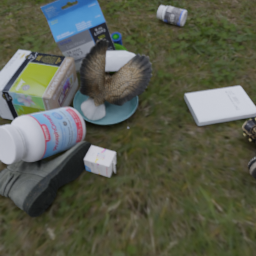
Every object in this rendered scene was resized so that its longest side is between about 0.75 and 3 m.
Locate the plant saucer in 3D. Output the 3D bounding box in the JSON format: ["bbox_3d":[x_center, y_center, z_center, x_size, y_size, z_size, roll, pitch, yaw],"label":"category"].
[{"bbox_3d":[-0.835,-0.911,10.658,2.428,0.436,2.428,0,49,-1],"label":"plant saucer"}]

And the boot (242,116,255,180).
[{"bbox_3d":[4.282,0.578,8.733,2.670,0.977,2.010,-3,45,-27],"label":"boot"}]

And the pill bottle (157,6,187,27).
[{"bbox_3d":[2.297,-5.920,14.743,1.432,0.815,0.815,22,53,17],"label":"pill bottle"}]

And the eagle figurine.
[{"bbox_3d":[-0.731,-1.611,9.483,2.033,2.679,2.022,-33,95,-27],"label":"eagle figurine"}]

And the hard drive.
[{"bbox_3d":[3.507,-0.869,10.701,2.335,0.312,1.540,-9,50,-8],"label":"hard drive"}]

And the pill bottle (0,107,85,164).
[{"bbox_3d":[-2.597,0.215,8.429,1.372,1.372,2.523,32,29,24],"label":"pill bottle"}]

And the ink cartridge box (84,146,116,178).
[{"bbox_3d":[-0.810,1.073,8.819,0.959,0.617,0.601,15,50,11],"label":"ink cartridge box"}]

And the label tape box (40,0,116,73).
[{"bbox_3d":[-1.734,-3.517,10.538,1.970,2.732,0.865,-22,60,2],"label":"label tape box"}]

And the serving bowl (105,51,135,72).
[{"bbox_3d":[-0.525,-2.481,10.362,2.101,0.691,2.101,-2,14,1],"label":"serving bowl"}]

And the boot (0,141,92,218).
[{"bbox_3d":[-2.628,1.133,8.595,1.914,0.992,2.930,24,52,26],"label":"boot"}]

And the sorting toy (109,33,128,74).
[{"bbox_3d":[-0.953,-3.336,12.486,1.696,1.159,2.822,-38,70,-9],"label":"sorting toy"}]

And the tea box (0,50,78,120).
[{"bbox_3d":[-3.346,-1.490,10.401,2.295,1.559,2.333,10,50,8],"label":"tea box"}]

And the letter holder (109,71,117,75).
[{"bbox_3d":[-0.780,-1.882,10.684,0.545,0.771,1.084,19,12,-6],"label":"letter holder"}]
